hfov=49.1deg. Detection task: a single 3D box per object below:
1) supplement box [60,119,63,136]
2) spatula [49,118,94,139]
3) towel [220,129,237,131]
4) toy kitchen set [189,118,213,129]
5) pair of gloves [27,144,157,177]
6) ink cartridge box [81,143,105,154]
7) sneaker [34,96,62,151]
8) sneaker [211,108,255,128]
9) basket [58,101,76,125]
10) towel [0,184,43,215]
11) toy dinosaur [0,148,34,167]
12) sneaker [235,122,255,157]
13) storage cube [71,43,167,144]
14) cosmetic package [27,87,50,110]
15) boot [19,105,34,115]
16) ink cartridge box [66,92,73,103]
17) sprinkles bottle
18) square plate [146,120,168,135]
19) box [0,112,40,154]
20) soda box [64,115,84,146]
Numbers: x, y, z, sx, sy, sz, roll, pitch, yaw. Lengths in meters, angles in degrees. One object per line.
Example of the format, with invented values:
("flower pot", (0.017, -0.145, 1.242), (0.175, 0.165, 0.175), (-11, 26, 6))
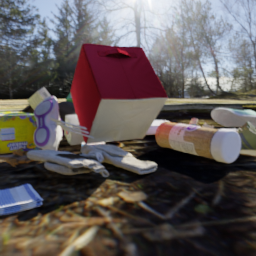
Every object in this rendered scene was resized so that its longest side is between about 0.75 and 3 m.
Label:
("supplement box", (-3.456, 0.082, 11.771), (0.795, 0.812, 1.570), (-2, 7, 13))
("spatula", (-1.618, 0.009, 8.183), (1.252, 0.101, 0.870), (14, -23, 21))
("towel", (4.000, 0.370, 11.149), (0.945, 0.488, 1.141), (-2, 10, -2))
("toy kitchen set", (2.490, 0.268, 10.198), (0.838, 0.616, 1.046), (25, -32, 6))
("pair of gloves", (-0.888, 0.761, 7.326), (2.763, 0.484, 2.349), (3, 6, -42))
("ink cartridge box", (-1.162, 0.688, 9.432), (0.778, 0.329, 0.563), (-3, 10, -10))
("sneaker", (-2.689, -0.099, 9.534), (0.777, 2.074, 1.033), (-9, -30, 13))
("sneaker", (6.101, -0.612, 15.934), (2.620, 0.964, 1.546), (14, 18, 20))
("basket", (-2.445, -0.360, 13.127), (1.718, 1.296, 1.905), (48, -15, -33))
("towel", (-2.503, 1.382, 5.278), (1.538, 0.183, 1.130), (-5, 9, -31))
("toy dinosaur", (-3.310, 0.881, 8.061), (1.799, 0.543, 0.956), (6, -13, -20))
("sneaker", (3.827, 0.317, 9.285), (2.413, 1.083, 0.809), (7, 9, 37))
("storage cube", (-0.447, -1.090, 9.449), (2.260, 2.643, 2.376), (-4, 54, -26))
("cosmetic package", (-3.398, -1.092, 10.705), (0.987, 0.511, 0.361), (-23, 18, 45))
("boot", (-4.117, -0.525, 12.242), (1.454, 1.120, 2.999), (-42, 20, -23))
("ink cartridge box", (-1.467, -1.208, 14.323), (2.719, 1.984, 1.143), (-8, 39, 28))
("sprinkles bottle", (2.157, 0.398, 9.168), (0.977, 0.977, 2.864), (-6, 10, -36))
("square plate", (0.746, -0.059, 13.867), (2.809, 0.399, 2.782), (-1, 9, 11))
("box", (-4.496, 0.112, 9.924), (2.069, 1.262, 1.993), (-5, 10, -37))
("soda box", (-1.150, -0.047, 11.316), (2.691, 0.919, 0.854), (-7, 33, -28))
